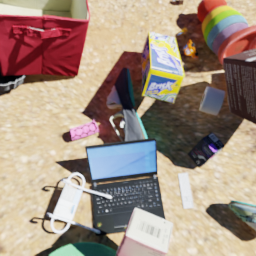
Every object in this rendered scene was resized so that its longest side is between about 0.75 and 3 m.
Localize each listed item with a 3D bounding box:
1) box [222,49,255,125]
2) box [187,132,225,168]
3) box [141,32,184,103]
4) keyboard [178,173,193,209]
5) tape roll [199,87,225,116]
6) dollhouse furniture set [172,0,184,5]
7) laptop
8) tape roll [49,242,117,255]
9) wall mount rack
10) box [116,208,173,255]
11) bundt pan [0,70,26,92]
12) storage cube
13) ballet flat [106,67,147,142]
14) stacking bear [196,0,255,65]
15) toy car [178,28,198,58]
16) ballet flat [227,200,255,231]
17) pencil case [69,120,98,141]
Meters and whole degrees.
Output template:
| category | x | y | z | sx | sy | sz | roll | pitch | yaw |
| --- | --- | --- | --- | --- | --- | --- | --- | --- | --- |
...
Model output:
| category | x | y | z | sx | sy | sz | roll | pitch | yaw |
| --- | --- | --- | --- | --- | --- | --- | --- | --- | --- |
| box | 3.933 | -1.197 | 7.548 | 1.782 | 2.148 | 1.764 | -16 | 108 | -4 |
| box | 2.290 | 0.670 | 8.289 | 0.502 | 0.946 | 0.578 | -26 | 68 | -33 |
| box | 0.999 | -1.999 | 8.764 | 1.017 | 0.933 | 2.902 | 12 | 38 | -6 |
| keyboard | 1.704 | 1.856 | 8.305 | 0.290 | 0.055 | 1.030 | -5 | 66 | -2 |
| tape roll | 2.710 | -0.877 | 9.076 | 0.569 | 0.828 | 0.828 | 18 | 68 | 7 |
| dollhouse furniture set | 1.688 | -5.627 | 11.195 | 1.159 | 0.756 | 1.094 | 3 | 66 | 2 |
| laptop | -0.054 | 1.646 | 7.784 | 2.031 | 1.183 | 2.291 | -7 | 67 | -2 |
| tape roll | -1.090 | 4.403 | 6.833 | 2.995 | 0.720 | 2.995 | 0 | 67 | 1 |
| wall mount rack | -1.375 | 2.176 | 7.819 | 1.491 | 0.640 | 1.717 | 28 | 69 | -24 |
| box | 0.302 | 2.741 | 6.435 | 0.948 | 1.482 | 0.808 | 21 | 35 | 6 |
| bundt pan | -4.304 | -1.961 | 9.482 | 1.778 | 0.667 | 1.778 | 9 | 60 | -15 |
| storage cube | -2.777 | -3.447 | 8.790 | 2.556 | 2.688 | 2.990 | -4 | 65 | -20 |
| ballet flat | -0.142 | -0.575 | 8.874 | 1.079 | 1.079 | 2.955 | -12 | 70 | -5 |
| stacking bear | 3.376 | -3.669 | 10.022 | 1.563 | 1.669 | 2.749 | -16 | 59 | -6 |
| toy car | 2.172 | -3.074 | 10.376 | 0.467 | 0.688 | 1.403 | -24 | 42 | 15 |
| ballet flat | 4.053 | 2.615 | 7.503 | 2.730 | 1.014 | 1.014 | 8 | 67 | 8 |
| pencil case | -1.423 | 0.079 | 8.896 | 0.916 | 0.415 | 0.429 | -20 | 106 | -11 |
